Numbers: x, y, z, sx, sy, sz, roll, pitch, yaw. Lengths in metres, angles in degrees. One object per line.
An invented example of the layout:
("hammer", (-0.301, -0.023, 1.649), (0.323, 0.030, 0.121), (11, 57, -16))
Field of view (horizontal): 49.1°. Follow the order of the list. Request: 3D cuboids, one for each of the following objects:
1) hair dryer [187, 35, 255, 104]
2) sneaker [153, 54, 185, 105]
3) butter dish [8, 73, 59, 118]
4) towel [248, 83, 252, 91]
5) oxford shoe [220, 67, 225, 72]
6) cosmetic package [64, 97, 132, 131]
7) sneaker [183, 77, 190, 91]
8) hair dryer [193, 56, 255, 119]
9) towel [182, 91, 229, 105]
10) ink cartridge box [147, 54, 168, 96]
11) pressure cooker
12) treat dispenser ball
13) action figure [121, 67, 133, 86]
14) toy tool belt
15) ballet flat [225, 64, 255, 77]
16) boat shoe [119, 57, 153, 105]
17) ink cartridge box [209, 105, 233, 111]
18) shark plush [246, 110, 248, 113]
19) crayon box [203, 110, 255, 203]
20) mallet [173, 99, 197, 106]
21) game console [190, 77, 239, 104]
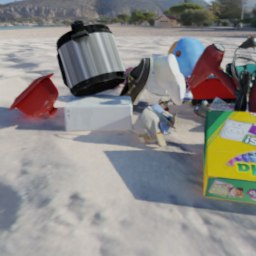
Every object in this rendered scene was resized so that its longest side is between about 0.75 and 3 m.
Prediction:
("hair dryer", (2.895, -1.722, 8.917), (0.706, 1.979, 2.598), (-5, 4, -36))
("sneaker", (1.523, -1.855, 10.950), (1.062, 2.399, 0.903), (3, 52, 30))
("butter dish", (-3.206, -1.019, 10.444), (1.803, 1.336, 1.808), (-40, 14, 10))
("towel", (5.533, -2.187, 14.145), (2.128, 0.326, 2.790), (4, 17, 6))
("oxford shoe", (5.590, -3.288, 16.811), (0.542, 0.566, 1.533), (1, 22, 3))
("cosmetic package", (-0.970, -0.516, 9.620), (2.213, 0.898, 1.249), (1, 22, 0))
("sneaker", (2.608, -2.169, 13.686), (0.993, 0.822, 2.081), (-19, 20, -27))
("hair dryer", (3.465, -0.365, 7.628), (2.849, 2.170, 0.774), (39, 12, -6))
("towel", (3.419, -1.428, 12.665), (2.263, 0.269, 1.662), (4, 22, 11))
("ink cartridge box", (1.363, -2.239, 11.753), (0.890, 1.634, 0.411), (17, 23, 28))
("pressure cooker", (-1.265, -2.341, 9.251), (2.036, 2.279, 2.005), (-18, 0, -42))
("treat dispenser ball", (2.430, -2.948, 11.677), (1.597, 1.597, 1.597), (0, 22, 0))
("action figure", (-0.630, -2.384, 14.424), (2.202, 1.640, 1.475), (-22, -14, -14))
("toy tool belt", (1.031, -0.115, 8.690), (1.143, 1.162, 1.861), (41, 39, 12))
("ballet flat", (7.045, -3.552, 17.208), (2.368, 0.797, 0.833), (-2, 16, -5))
("boat shoe", (0.259, -1.725, 10.556), (0.760, 2.523, 0.899), (10, 58, -11))
("ink cartridge box", (3.494, -0.609, 10.539), (0.819, 0.345, 0.593), (15, 26, 32))
("shark plush", (3.990, -0.499, 9.683), (0.858, 0.787, 1.889), (12, 25, 28))
("crayon box", (3.092, 0.603, 6.278), (2.673, 0.779, 2.306), (5, 38, 12))
("mallet", (2.411, -1.093, 11.925), (1.001, 0.206, 0.330), (1, 35, 11))
("game console", (3.447, -1.491, 10.863), (1.795, 1.065, 1.547), (2, 17, 30))
